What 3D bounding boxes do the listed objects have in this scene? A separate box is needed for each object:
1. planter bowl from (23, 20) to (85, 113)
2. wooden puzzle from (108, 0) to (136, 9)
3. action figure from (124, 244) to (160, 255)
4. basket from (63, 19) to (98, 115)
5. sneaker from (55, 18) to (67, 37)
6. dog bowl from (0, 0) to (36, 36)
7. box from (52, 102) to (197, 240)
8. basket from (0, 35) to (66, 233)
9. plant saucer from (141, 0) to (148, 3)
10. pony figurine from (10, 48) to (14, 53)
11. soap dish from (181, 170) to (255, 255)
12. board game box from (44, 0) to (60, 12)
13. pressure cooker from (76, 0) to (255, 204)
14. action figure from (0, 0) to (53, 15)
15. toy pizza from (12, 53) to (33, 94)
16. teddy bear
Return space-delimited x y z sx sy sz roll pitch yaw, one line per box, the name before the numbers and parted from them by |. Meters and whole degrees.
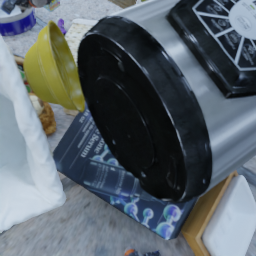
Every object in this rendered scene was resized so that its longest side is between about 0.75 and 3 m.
planter bowl | -0.984 -0.699 3.576 0.495 1.187 1.187 -16 49 3
wooden puzzle | -0.213 -3.654 6.625 0.276 1.370 1.481 24 12 40
action figure | 0.270 2.431 4.974 0.905 0.473 0.875 -24 43 -25
basket | -0.597 -1.368 7.293 2.118 2.099 1.704 12 54 10
sneaker | -2.480 -3.548 10.340 0.517 0.499 1.238 7 56 -14
dog bowl | -4.586 -4.356 10.748 1.938 0.763 1.938 0 49 0
box | 0.175 0.597 5.532 2.668 1.428 1.980 26 79 21
basket | -2.265 0.153 3.624 2.231 2.211 1.794 -21 17 -13
plant saucer | 0.804 -3.342 6.357 0.373 1.556 1.554 10 64 40
pony figurine | -4.519 -2.393 9.037 1.256 1.046 1.213 39 91 25
soap dish | 1.712 1.733 5.124 0.664 1.287 1.636 -2 37 48
board game box | -2.717 -4.464 9.380 0.464 0.900 0.472 -43 63 -15
pressure cooker | 0.812 -0.559 3.116 2.270 1.996 2.027 -28 37 -22
action figure | -1.217 -2.199 4.360 1.702 0.920 1.760 -9 55 29
toy pizza | -3.187 -1.086 7.102 1.950 1.950 0.309 -14 55 -12
teddy bear | -2.998 -0.226 6.531 2.705 0.903 1.961 -3 39 -25
